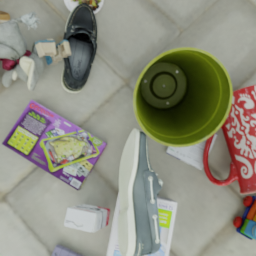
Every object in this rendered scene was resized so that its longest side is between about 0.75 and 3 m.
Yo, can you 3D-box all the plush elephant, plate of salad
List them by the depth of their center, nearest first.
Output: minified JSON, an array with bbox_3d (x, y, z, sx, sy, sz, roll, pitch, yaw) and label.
[{"bbox_3d":[-3.138,-1.928,7.716,2.326,1.916,1.801,-15,116,10],"label":"plush elephant"},{"bbox_3d":[-1.405,-4.165,8.873,1.280,0.307,1.280,1,83,-7],"label":"plate of salad"}]

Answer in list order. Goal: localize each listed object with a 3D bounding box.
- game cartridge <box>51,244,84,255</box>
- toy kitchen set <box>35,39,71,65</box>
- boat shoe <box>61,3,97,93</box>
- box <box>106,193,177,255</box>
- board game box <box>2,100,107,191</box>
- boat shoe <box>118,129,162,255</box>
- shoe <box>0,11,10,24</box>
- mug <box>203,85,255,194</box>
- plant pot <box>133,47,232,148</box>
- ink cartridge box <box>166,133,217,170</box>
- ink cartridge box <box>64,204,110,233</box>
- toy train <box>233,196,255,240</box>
[{"bbox_3d":[-1.715,4.319,7.352,1.323,0.392,2.041,21,80,8],"label":"game cartridge"},{"bbox_3d":[-2.201,-2.135,7.482,0.928,1.159,0.683,-17,95,-41],"label":"toy kitchen set"},{"bbox_3d":[-1.385,-2.449,8.168,1.039,0.922,2.781,16,80,-19],"label":"boat shoe"},{"bbox_3d":[0.231,2.993,7.070,1.477,1.331,2.625,12,80,2],"label":"box"},{"bbox_3d":[-2.094,0.473,8.059,2.586,0.418,1.552,30,85,5],"label":"board game box"},{"bbox_3d":[0.306,1.389,6.292,0.861,1.014,2.785,9,68,-16],"label":"boat shoe"},{"bbox_3d":[-4.980,-3.217,8.606,2.727,0.953,0.728,-2,123,-2],"label":"shoe"},{"bbox_3d":[3.140,0.338,7.384,2.268,1.704,2.555,-11,76,-14],"label":"mug"},{"bbox_3d":[1.141,-0.927,7.212,2.246,2.163,2.246,-1,107,-4],"label":"plant pot"},{"bbox_3d":[1.832,0.462,8.110,1.128,0.249,1.148,27,78,5],"label":"ink cartridge box"},{"bbox_3d":[-1.025,2.295,7.200,0.811,1.117,0.466,6,81,14],"label":"ink cartridge box"},{"bbox_3d":[3.601,2.099,7.388,0.773,1.057,1.827,30,81,5],"label":"toy train"}]
